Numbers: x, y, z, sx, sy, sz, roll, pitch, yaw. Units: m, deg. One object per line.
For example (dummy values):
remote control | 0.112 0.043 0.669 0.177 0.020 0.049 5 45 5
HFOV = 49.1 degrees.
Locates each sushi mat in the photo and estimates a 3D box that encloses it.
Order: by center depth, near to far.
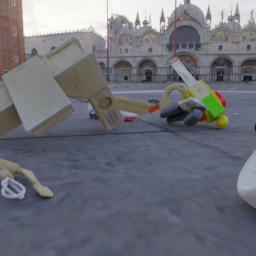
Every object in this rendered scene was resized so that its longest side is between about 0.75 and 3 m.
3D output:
sushi mat | 0.036 -0.706 9.047 1.363 0.082 0.652 11 -37 -21

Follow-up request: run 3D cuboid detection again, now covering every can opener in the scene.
can opener | 1.569 -0.386 8.589 0.621 0.778 2.327 34 -16 -11

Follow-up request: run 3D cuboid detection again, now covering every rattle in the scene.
rattle | 1.666 -1.036 10.431 1.659 1.080 1.185 -30 7 38

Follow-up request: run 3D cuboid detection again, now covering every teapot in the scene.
teapot | 1.745 0.584 3.074 0.718 0.970 0.983 36 40 4

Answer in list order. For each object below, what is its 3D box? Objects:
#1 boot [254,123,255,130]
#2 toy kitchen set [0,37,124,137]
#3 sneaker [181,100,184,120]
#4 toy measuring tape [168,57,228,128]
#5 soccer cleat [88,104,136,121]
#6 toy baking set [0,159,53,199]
boot | 4.008 -0.299 7.779 0.936 0.363 0.648 -12 40 38
toy kitchen set | -1.575 -0.190 6.950 2.798 2.524 2.283 -34 48 -8
sneaker | 2.773 -0.867 11.116 0.843 0.934 2.280 8 12 36
toy measuring tape | 2.286 -1.086 9.227 1.094 1.094 2.974 -7 51 -35
soccer cleat | -0.672 -0.786 10.619 2.174 0.939 0.760 6 11 32
toy baking set | -1.701 0.623 3.657 1.480 0.172 1.136 21 2 -13
